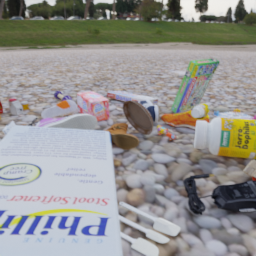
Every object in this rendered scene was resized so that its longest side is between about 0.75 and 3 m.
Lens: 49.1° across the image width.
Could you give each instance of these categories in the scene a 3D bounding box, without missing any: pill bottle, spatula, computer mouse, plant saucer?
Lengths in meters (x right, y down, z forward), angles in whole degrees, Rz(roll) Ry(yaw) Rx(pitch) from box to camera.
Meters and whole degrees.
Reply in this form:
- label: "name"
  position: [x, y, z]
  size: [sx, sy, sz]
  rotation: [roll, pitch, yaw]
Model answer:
- label: "pill bottle"
  position: [2.945, -0.692, 11.432]
  size: [0.502, 0.502, 0.890]
  rotation: [16, 24, 36]
- label: "pill bottle"
  position: [3.360, 0.307, 9.181]
  size: [2.254, 1.271, 1.271]
  rotation: [5, 21, 11]
- label: "spatula"
  position: [0.194, 2.123, 6.026]
  size: [1.586, 0.127, 1.103]
  rotation: [14, 30, 35]
- label: "computer mouse"
  position: [2.447, 1.607, 6.927]
  size: [2.165, 0.498, 1.520]
  rotation: [-9, 21, 0]
- label: "plant saucer"
  position: [0.418, -0.433, 10.785]
  size: [0.254, 1.583, 1.583]
  rotation: [-40, 38, -25]

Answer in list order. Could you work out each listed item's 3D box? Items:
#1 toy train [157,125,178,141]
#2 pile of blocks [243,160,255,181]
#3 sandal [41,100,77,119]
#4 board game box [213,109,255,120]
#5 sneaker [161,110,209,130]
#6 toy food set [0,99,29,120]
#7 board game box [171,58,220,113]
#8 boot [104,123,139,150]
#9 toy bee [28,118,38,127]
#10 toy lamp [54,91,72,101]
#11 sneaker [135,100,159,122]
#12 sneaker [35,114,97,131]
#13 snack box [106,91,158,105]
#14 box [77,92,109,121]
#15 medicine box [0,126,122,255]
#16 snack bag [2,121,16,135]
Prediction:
- label: "toy train"
  position: [1.456, 0.232, 10.854]
  size: [0.832, 0.308, 1.108]
  rotation: [24, 11, -4]
- label: "pile of blocks"
  position: [3.760, 1.448, 7.377]
  size: [0.586, 0.775, 1.887]
  rotation: [-48, 19, -3]
- label: "sandal"
  position: [-3.251, -0.821, 13.226]
  size: [1.672, 0.641, 0.479]
  rotation: [-20, -11, -13]
- label: "board game box"
  position: [5.017, -0.555, 13.054]
  size: [1.497, 0.194, 1.497]
  rotation: [-8, 22, -21]
- label: "sneaker"
  position: [2.413, -0.430, 11.875]
  size: [2.086, 0.805, 0.761]
  rotation: [8, 23, 24]
- label: "toy food set"
  position: [-5.849, -1.162, 13.447]
  size: [1.112, 1.048, 2.329]
  rotation: [9, 22, 23]
- label: "board game box"
  position: [3.207, -2.015, 13.528]
  size: [1.791, 2.661, 0.387]
  rotation: [-16, 48, -36]
- label: "boot"
  position: [-0.207, 0.256, 10.298]
  size: [1.643, 0.630, 1.275]
  rotation: [-5, 22, 26]
- label: "toy bee"
  position: [-3.158, 0.799, 8.189]
  size: [2.054, 1.117, 1.345]
  rotation: [-41, 8, -2]
- label: "toy lamp"
  position: [-3.569, -1.620, 15.454]
  size: [0.567, 0.567, 1.947]
  rotation: [-12, 21, -29]
- label: "sneaker"
  position: [0.641, -0.743, 12.728]
  size: [1.209, 0.781, 2.229]
  rotation: [-4, 19, -9]
- label: "sneaker"
  position: [-2.507, -0.185, 11.150]
  size: [2.369, 0.858, 1.351]
  rotation: [-11, 21, -27]
- label: "snack box"
  position: [0.179, -1.696, 15.765]
  size: [2.926, 0.356, 1.052]
  rotation: [16, 20, 37]
- label: "box"
  position: [-1.682, -1.043, 13.244]
  size: [0.902, 0.978, 1.906]
  rotation: [-11, 22, -26]
- label: "medicine box"
  position: [-0.969, 1.693, 3.380]
  size: [1.489, 2.635, 2.893]
  rotation: [2, 20, -7]
- label: "snack bag"
  position: [-3.930, 0.298, 9.774]
  size: [0.111, 0.979, 1.039]
  rotation: [-28, 22, 4]
